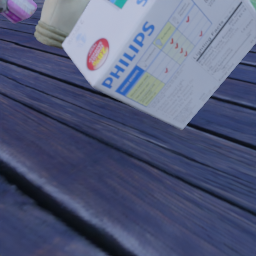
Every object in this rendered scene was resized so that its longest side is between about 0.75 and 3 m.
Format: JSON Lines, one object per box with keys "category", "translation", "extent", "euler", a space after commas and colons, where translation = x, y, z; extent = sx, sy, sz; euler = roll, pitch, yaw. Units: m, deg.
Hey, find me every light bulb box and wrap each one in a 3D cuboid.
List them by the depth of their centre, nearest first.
{"category": "light bulb box", "translation": [0.663, -1.629, 5.023], "extent": [2.529, 2.507, 1.578], "euler": [21, 22, -45]}

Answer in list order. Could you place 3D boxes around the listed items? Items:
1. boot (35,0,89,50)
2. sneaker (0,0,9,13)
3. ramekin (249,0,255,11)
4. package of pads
{"category": "boot", "translation": [-1.480, -3.076, 7.127], "extent": [0.969, 2.069, 2.662], "euler": [21, 19, -8]}
{"category": "sneaker", "translation": [-3.437, -2.950, 6.750], "extent": [1.684, 0.654, 1.178], "euler": [-17, 2, 28]}
{"category": "ramekin", "translation": [2.355, -3.275, 7.450], "extent": [1.145, 2.344, 2.344], "euler": [-1, 28, -30]}
{"category": "package of pads", "translation": [-3.322, -3.554, 8.097], "extent": [1.515, 0.913, 0.573], "euler": [19, 75, 53]}
